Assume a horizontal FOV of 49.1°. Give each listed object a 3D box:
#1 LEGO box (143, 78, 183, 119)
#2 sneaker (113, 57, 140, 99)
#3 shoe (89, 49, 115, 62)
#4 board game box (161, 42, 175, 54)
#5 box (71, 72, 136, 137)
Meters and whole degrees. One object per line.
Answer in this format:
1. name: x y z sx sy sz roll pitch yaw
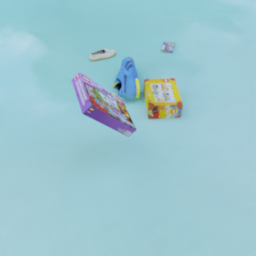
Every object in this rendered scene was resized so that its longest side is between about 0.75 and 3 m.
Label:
1. LEGO box: 1.405 -1.260 11.656 1.362 0.706 1.829 -2 46 -2
2. sneaker: -0.193 -2.315 12.539 1.085 0.912 2.767 -4 46 -7
3. shoe: -1.302 -3.791 14.372 1.455 0.388 0.509 -22 49 -20
4. board game box: 2.136 -4.333 15.067 0.627 0.160 0.927 11 46 10
5. box: -0.703 -0.662 8.482 0.407 2.081 1.424 -39 51 19
